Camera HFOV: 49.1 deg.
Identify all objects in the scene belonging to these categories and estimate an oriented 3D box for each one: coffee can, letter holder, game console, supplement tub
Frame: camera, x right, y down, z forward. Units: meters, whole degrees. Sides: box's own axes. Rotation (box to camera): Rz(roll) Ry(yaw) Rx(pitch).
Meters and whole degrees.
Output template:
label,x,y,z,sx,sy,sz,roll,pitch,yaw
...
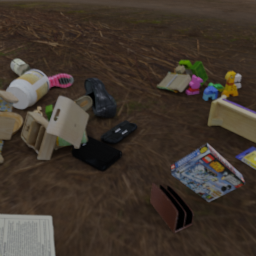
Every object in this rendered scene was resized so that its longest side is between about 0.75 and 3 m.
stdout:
label,x,y,z,sx,sy,sz,roll,pitch,yaw
coffee can,-5.765,-3.204,14.964,0.740,0.740,1.011,-23,40,-32
letter holder,1.082,1.870,6.992,0.559,0.790,1.111,-15,35,-23
game console,-0.586,0.458,9.656,1.544,0.316,2.617,23,41,31
supplement tub,-4.313,-1.664,12.098,1.235,1.235,1.710,8,34,13

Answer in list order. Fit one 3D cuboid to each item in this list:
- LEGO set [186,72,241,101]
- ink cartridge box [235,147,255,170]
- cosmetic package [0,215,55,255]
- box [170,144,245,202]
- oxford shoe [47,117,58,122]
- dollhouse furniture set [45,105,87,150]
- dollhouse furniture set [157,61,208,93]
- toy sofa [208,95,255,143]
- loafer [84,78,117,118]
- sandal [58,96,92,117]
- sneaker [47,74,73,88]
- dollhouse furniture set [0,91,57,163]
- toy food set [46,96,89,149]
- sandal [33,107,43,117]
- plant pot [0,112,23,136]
label,x,y,z,sx,sy,sz,roll,pitch,yaw
LEGO set,4.216,-2.066,12.798,2.831,1.162,1.080,-9,35,-14
ink cartridge box,4.143,0.946,8.969,0.951,0.226,0.962,-22,42,-27
cosmetic package,-2.768,2.403,5.235,2.582,0.944,1.337,10,28,-24
box,1.996,1.176,7.001,1.116,1.629,0.325,-36,33,26
oxford shoe,-2.675,-0.285,10.826,0.951,0.358,0.275,-11,6,-4
dollhouse furniture set,-2.168,-0.155,9.760,1.191,0.912,1.818,-15,29,-8
dollhouse furniture set,2.650,-2.229,13.711,1.385,1.061,2.113,18,58,48
toy sofa,4.287,-0.235,10.030,1.257,1.067,2.577,-25,40,-31
loafer,-1.410,-1.349,11.835,1.008,0.975,2.872,-7,36,-25
sandal,-1.828,-0.628,9.939,0.450,0.670,1.667,-9,28,51
sneaker,-3.616,-2.307,13.741,1.793,0.708,0.855,-11,23,-19
dollhouse furniture set,-3.652,0.123,8.599,2.399,2.103,1.594,7,19,-44
toy food set,-1.806,-0.118,8.546,0.478,1.583,1.136,9,74,21
sandal,-3.417,-0.456,10.351,0.397,0.443,1.208,7,24,-25
plant pot,-4.922,-0.013,10.431,1.946,0.267,1.946,1,33,0
